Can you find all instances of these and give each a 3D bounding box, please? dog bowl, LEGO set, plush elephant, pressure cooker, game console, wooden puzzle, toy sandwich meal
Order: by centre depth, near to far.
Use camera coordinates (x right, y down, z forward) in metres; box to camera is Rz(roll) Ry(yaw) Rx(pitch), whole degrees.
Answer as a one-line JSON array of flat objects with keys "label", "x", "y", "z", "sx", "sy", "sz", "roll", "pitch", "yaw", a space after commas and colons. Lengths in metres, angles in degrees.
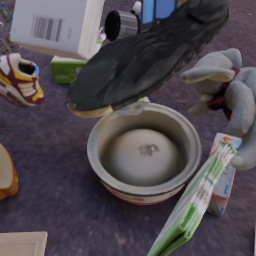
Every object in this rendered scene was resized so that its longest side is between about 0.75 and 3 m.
[{"label": "wooden puzzle", "x": -2.690, "y": 2.967, "z": 5.217, "sx": 2.042, "sy": 0.411, "sz": 2.207, "roll": -2, "pitch": 36, "yaw": -2}, {"label": "plush elephant", "x": 2.013, "y": -0.684, "z": 5.660, "sx": 1.931, "sy": 2.494, "sz": 2.054, "roll": 21, "pitch": 30, "yaw": 30}, {"label": "toy sandwich meal", "x": -4.091, "y": 1.364, "z": 6.557, "sx": 2.915, "sy": 0.998, "sz": 2.915, "roll": -3, "pitch": 61, "yaw": 6}, {"label": "game console", "x": 0.785, "y": -3.033, "z": 6.986, "sx": 0.948, "sy": 1.111, "sz": 0.657, "roll": 2, "pitch": 30, "yaw": 1}, {"label": "dog bowl", "x": 0.380, "y": 0.679, "z": 7.102, "sx": 2.762, "sy": 1.019, "sz": 2.762, "roll": -1, "pitch": 50, "yaw": 1}, {"label": "LEGO set", "x": -3.573, "y": -2.939, "z": 7.948, "sx": 1.163, "sy": 1.557, "sz": 0.382, "roll": -20, "pitch": 26, "yaw": 27}, {"label": "pressure cooker", "x": -0.120, "y": -3.473, "z": 9.780, "sx": 1.182, "sy": 1.040, "sz": 1.056, "roll": -4, "pitch": 75, "yaw": -32}]

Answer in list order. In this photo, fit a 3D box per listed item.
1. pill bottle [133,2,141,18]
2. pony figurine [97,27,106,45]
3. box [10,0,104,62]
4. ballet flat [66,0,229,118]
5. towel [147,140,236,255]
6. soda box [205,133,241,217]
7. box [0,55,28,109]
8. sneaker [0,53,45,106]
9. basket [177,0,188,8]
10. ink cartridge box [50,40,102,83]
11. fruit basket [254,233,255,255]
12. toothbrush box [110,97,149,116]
[{"label": "pill bottle", "x": 0.849, "y": -4.154, "z": 10.369, "sx": 1.330, "sy": 0.761, "sz": 0.761, "roll": 26, "pitch": 45, "yaw": 10}, {"label": "pony figurine", "x": -1.545, "y": -4.547, "z": 13.932, "sx": 0.923, "sy": 0.768, "sz": 0.891, "roll": 22, "pitch": 77, "yaw": 19}, {"label": "box", "x": -1.628, "y": -2.610, "z": 6.650, "sx": 1.706, "sy": 1.715, "sz": 1.121, "roll": 12, "pitch": 5, "yaw": 7}, {"label": "ballet flat", "x": 0.415, "y": -0.983, "z": 4.040, "sx": 2.913, "sy": 0.827, "sz": 0.968, "roll": -37, "pitch": 68, "yaw": -18}, {"label": "towel", "x": 0.991, "y": 1.240, "z": 4.420, "sx": 0.318, "sy": 1.547, "sz": 2.073, "roll": 33, "pitch": 43, "yaw": 13}, {"label": "soda box", "x": 2.309, "y": 1.097, "z": 7.093, "sx": 0.697, "sy": 0.750, "sz": 2.192, "roll": 17, "pitch": 43, "yaw": 19}, {"label": "box", "x": -3.116, "y": -1.197, "z": 7.282, "sx": 0.853, "sy": 1.291, "sz": 0.741, "roll": 18, "pitch": 71, "yaw": 37}, {"label": "sneaker", "x": -2.161, "y": -1.005, "z": 6.104, "sx": 0.745, "sy": 1.653, "sz": 0.620, "roll": -21, "pitch": 70, "yaw": 10}, {"label": "basket", "x": 1.441, "y": -3.658, "z": 8.351, "sx": 2.025, "sy": 1.597, "sz": 2.296, "roll": 7, "pitch": 37, "yaw": -5}, {"label": "ink cartridge box", "x": -1.997, "y": -2.835, "z": 11.656, "sx": 1.738, "sy": 0.891, "sz": 2.351, "roll": 2, "pitch": 39, "yaw": 4}, {"label": "fruit basket", "x": 3.543, "y": 2.855, "z": 5.030, "sx": 2.366, "sy": 1.109, "sz": 2.191, "roll": 1, "pitch": 37, "yaw": 25}, {"label": "toothbrush box", "x": -0.183, "y": -0.857, "z": 6.290, "sx": 0.834, "sy": 0.493, "sz": 1.146, "roll": -2, "pitch": 52, "yaw": -41}]
